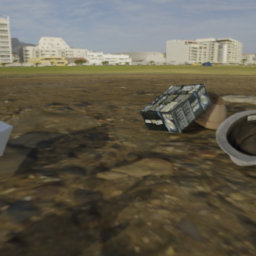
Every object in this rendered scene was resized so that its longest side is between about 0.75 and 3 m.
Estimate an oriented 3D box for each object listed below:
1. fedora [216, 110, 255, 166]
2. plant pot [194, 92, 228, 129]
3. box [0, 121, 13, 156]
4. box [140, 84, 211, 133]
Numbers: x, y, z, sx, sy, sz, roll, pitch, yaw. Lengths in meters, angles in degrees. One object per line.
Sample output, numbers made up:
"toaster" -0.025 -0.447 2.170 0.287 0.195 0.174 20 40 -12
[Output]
"fedora" 3.406 0.419 7.729 1.982 0.895 1.753 -38 51 -19
"plant pot" 3.493 -0.920 12.038 1.938 0.895 1.938 12 42 -11
"box" -3.973 0.335 6.928 1.234 0.967 1.984 24 11 -4
"box" 1.836 -0.790 10.860 2.106 0.907 1.725 -41 27 -30
